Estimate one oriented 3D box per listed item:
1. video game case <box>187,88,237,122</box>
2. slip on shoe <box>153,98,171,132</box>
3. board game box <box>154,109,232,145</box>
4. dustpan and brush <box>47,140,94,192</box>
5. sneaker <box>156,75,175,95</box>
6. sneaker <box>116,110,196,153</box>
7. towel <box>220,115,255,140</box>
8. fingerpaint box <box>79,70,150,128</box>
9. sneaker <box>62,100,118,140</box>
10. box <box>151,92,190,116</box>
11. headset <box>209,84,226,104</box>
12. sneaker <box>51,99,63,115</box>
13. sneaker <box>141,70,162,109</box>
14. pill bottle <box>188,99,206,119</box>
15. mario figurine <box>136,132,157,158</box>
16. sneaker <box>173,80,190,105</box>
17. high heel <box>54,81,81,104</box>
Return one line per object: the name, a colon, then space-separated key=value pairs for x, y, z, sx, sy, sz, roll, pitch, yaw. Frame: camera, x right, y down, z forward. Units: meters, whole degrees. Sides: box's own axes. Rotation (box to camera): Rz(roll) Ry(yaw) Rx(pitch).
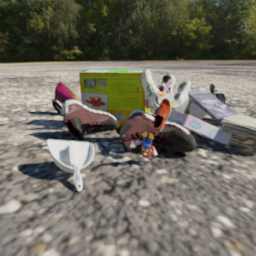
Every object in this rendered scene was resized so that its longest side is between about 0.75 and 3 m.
video game case: x=3.354 y=-1.014 z=11.528 sx=1.538 sy=0.204 sz=2.152 roll=-6 pitch=44 yaw=-38
slip on shoe: x=0.892 y=-0.352 z=7.441 sx=0.351 sy=0.948 sz=0.290 roll=19 pitch=-4 yaw=22
board game box: x=2.023 y=-0.119 z=9.008 sx=1.840 sy=0.399 sz=1.831 roll=21 pitch=4 yaw=-26
dustpan and brush: x=-1.270 y=0.828 z=6.569 sx=1.159 sy=0.475 sz=1.661 roll=6 pitch=48 yaw=-24
sneaker: x=1.746 y=-1.882 z=13.831 sx=1.038 sy=0.966 sz=2.405 roll=10 pitch=41 yaw=-5
sneaker: x=0.625 y=0.398 z=8.181 sx=1.423 sy=0.932 sz=2.464 roll=-37 pitch=42 yaw=-29
towel: x=3.975 y=0.007 z=8.930 sx=1.589 sy=0.413 sz=2.397 roll=21 pitch=18 yaw=32
fingerpaint box: x=-0.467 y=-1.121 z=10.660 sx=2.530 sy=2.111 sz=0.928 roll=3 pitch=19 yaw=16
sneaker: x=-1.331 y=-0.025 z=9.645 sx=2.166 sy=0.820 sz=1.251 roll=20 pitch=49 yaw=-28
box: x=1.717 y=-0.879 z=11.741 sx=0.841 sy=0.758 sz=1.495 roll=-34 pitch=37 yaw=-27
headset: x=3.967 y=-1.470 z=13.613 sx=1.565 sy=1.191 sz=2.535 roll=3 pitch=5 yaw=14
sneaker: x=-2.344 y=-0.710 z=10.280 sx=0.356 sy=1.070 sz=0.484 roll=-33 pitch=28 yaw=29
sneaker: x=0.771 y=-1.158 z=8.503 sx=0.585 sy=1.251 sz=0.440 roll=9 pitch=28 yaw=37
pill bottle: x=2.971 y=-0.930 z=12.423 sx=0.798 sy=0.798 sz=1.437 roll=0 pitch=16 yaw=2
mario figurine: x=0.468 y=0.508 z=7.143 sx=0.410 sy=0.773 sz=0.477 roll=-22 pitch=45 yaw=-21
sneaker: x=1.713 y=-1.078 z=8.689 sx=0.338 sy=0.432 sz=0.869 roll=13 pitch=65 yaw=48
high heel: x=-2.129 y=-1.315 z=12.508 sx=2.513 sy=1.208 sz=0.847 roll=12 pitch=0 yaw=3
